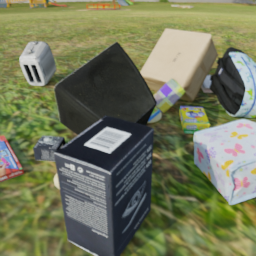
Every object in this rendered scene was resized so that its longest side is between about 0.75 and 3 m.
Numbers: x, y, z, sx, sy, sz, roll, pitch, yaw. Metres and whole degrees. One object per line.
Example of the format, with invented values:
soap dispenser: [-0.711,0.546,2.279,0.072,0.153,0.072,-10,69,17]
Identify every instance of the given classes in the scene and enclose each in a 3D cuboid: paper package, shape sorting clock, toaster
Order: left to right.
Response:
toaster: [-4.872,-3.361,15.227,1.368,2.407,1.555,6,47,10]
shape sorting clock: [0.716,-0.606,11.970,1.431,0.281,1.431,2,33,-1]
paper package: [2.458,-3.109,13.737,2.820,1.530,2.958,25,81,38]

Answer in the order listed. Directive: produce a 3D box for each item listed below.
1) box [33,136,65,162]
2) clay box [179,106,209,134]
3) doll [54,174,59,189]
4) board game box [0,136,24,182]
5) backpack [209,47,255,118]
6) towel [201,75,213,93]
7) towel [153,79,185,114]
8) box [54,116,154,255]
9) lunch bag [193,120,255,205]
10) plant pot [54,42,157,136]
box: [-2.627,0.693,9.439,0.811,0.511,0.825,2,29,7]
clay box: [2.666,-0.324,11.347,1.002,0.415,1.743,2,29,2]
doll: [-0.801,1.024,7.571,2.780,1.897,0.674,-27,39,12]
board game box: [-4.395,1.011,9.145,1.247,0.236,2.422,-19,34,-29]
backpack: [4.859,-1.726,12.085,2.253,2.391,2.930,15,36,-1]
towel: [4.939,-2.437,15.243,2.083,0.352,2.181,1,30,1]
towel: [1.720,-1.410,12.354,1.019,1.418,0.161,54,15,27]
box: [-0.411,1.304,6.232,1.315,2.521,1.866,15,31,25]
lunch bag: [3.466,0.850,8.121,2.459,1.563,2.085,-17,30,-10]
plant pot: [-0.557,-0.671,8.945,2.220,2.497,2.503,43,67,10]
